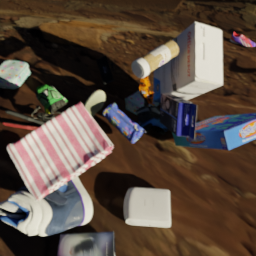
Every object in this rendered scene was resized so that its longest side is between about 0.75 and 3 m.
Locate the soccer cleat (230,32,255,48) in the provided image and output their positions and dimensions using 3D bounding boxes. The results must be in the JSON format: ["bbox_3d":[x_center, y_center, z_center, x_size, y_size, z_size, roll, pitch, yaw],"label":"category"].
[{"bbox_3d":[6.150,-4.666,14.946,1.375,0.503,0.469,30,52,27],"label":"soccer cleat"}]

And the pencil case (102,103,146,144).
[{"bbox_3d":[-0.168,-0.178,9.591,1.577,0.685,0.615,43,63,12],"label":"pencil case"}]

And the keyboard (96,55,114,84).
[{"bbox_3d":[-0.897,-2.508,11.988,0.689,1.148,0.147,-19,-1,18],"label":"keyboard"}]

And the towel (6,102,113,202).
[{"bbox_3d":[-1.645,0.482,6.716,2.183,0.326,1.597,-33,70,-14],"label":"towel"}]

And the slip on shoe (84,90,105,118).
[{"bbox_3d":[-1.388,-0.750,10.284,0.645,1.742,0.533,13,42,-28],"label":"slip on shoe"}]

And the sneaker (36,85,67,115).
[{"bbox_3d":[-2.583,-1.030,9.365,0.857,0.936,2.197,-34,11,-13],"label":"sneaker"}]

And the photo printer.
[{"bbox_3d":[0.536,2.272,8.071,1.338,0.465,1.114,4,45,3],"label":"photo printer"}]

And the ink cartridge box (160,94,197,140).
[{"bbox_3d":[1.484,-0.412,8.680,0.410,1.040,2.091,-2,15,-13],"label":"ink cartridge box"}]

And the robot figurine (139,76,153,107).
[{"bbox_3d":[0.594,-1.156,9.023,0.309,1.062,0.770,-3,57,19],"label":"robot figurine"}]

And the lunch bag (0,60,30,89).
[{"bbox_3d":[-5.222,-2.370,12.587,1.283,0.617,1.600,10,46,6],"label":"lunch bag"}]

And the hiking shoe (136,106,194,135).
[{"bbox_3d":[1.426,-0.244,10.482,2.374,0.883,1.029,0,82,-16],"label":"hiking shoe"}]

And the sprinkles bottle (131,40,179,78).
[{"bbox_3d":[0.847,-2.123,8.584,0.565,0.565,1.654,34,56,29],"label":"sprinkles bottle"}]

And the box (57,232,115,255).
[{"bbox_3d":[-0.989,3.317,6.660,1.366,0.849,1.378,-3,37,-1],"label":"box"}]

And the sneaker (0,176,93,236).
[{"bbox_3d":[-2.461,1.633,7.430,2.137,1.176,2.918,4,25,-40],"label":"sneaker"}]

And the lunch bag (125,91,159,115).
[{"bbox_3d":[0.563,-0.930,11.130,0.930,0.666,1.092,-35,49,-31],"label":"lunch bag"}]

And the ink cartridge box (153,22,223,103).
[{"bbox_3d":[2.024,-2.125,9.995,1.154,2.741,1.982,6,79,-22],"label":"ink cartridge box"}]

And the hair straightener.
[{"bbox_3d":[-3.380,-0.360,10.346,2.534,0.518,0.975,10,88,12],"label":"hair straightener"}]

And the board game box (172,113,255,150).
[{"bbox_3d":[2.946,0.085,8.934,1.988,0.588,2.614,-18,6,-23],"label":"board game box"}]
